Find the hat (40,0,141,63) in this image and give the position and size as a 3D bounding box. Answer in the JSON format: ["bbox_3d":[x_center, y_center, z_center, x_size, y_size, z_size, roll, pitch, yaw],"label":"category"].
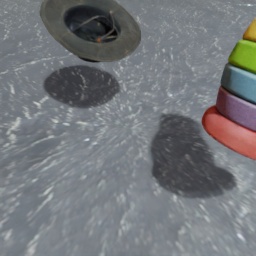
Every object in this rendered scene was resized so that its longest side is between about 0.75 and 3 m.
[{"bbox_3d":[-0.951,-2.363,7.031,2.451,0.989,2.451,7,62,-14],"label":"hat"}]

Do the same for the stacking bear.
[{"bbox_3d":[2.247,-1.034,3.800,1.716,2.826,1.607,31,25,29],"label":"stacking bear"}]
